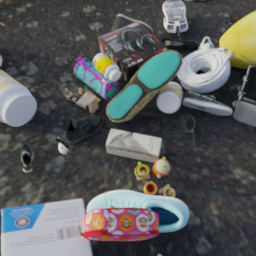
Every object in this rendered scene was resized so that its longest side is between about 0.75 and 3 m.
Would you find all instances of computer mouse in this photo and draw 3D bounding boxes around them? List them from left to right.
[{"bbox_3d":[-1.871,0.580,8.042,0.479,0.873,0.192,32,64,9],"label":"computer mouse"},{"bbox_3d":[2.057,-4.354,11.896,1.520,0.608,2.772,-3,60,4],"label":"computer mouse"}]

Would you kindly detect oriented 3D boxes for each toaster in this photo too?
[{"bbox_3d":[4.535,-0.952,9.121,1.918,1.138,1.734,20,57,14],"label":"toaster"}]

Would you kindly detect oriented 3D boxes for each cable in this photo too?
[{"bbox_3d":[2.647,-2.024,9.886,1.803,0.624,1.803,11,61,31],"label":"cable"}]

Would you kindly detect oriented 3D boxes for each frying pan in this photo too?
[{"bbox_3d":[1.982,-0.017,8.685,0.147,0.545,0.901,2,36,-34],"label":"frying pan"}]

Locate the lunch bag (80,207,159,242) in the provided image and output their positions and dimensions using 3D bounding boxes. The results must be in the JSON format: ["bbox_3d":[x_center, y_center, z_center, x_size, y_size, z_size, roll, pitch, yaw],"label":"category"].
[{"bbox_3d":[-0.194,1.928,5.523,1.385,1.220,0.567,9,63,-20],"label":"lunch bag"}]

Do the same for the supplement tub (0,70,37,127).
[{"bbox_3d":[-3.961,-0.972,8.945,1.830,1.331,1.331,34,61,24],"label":"supplement tub"}]

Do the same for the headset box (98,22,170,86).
[{"bbox_3d":[0.142,-2.867,10.489,1.815,0.942,2.440,-26,56,-15],"label":"headset box"}]

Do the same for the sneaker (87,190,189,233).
[{"bbox_3d":[0.159,1.999,6.704,2.562,1.050,0.947,-4,82,10],"label":"sneaker"}]

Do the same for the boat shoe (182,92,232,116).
[{"bbox_3d":[2.660,-0.846,9.310,1.637,0.579,0.521,17,75,14],"label":"boat shoe"}]

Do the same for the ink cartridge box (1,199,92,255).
[{"bbox_3d":[-1.687,2.965,5.835,1.687,1.658,2.292,-2,53,-20],"label":"ink cartridge box"}]

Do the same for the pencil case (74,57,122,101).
[{"bbox_3d":[-1.106,-1.726,9.847,0.776,0.843,1.824,-44,63,-13],"label":"pencil case"}]

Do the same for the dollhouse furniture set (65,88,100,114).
[{"bbox_3d":[-1.527,-1.082,9.551,1.193,0.528,0.618,27,60,21],"label":"dollhouse furniture set"}]

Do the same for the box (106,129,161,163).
[{"bbox_3d":[0.171,0.543,8.426,1.577,0.539,0.648,10,56,7],"label":"box"}]

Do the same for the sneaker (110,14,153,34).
[{"bbox_3d":[0.143,-4.004,11.712,1.689,0.632,0.897,22,77,6],"label":"sneaker"}]

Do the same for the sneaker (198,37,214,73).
[{"bbox_3d":[3.041,-2.811,10.698,0.631,0.730,1.684,-3,56,-3],"label":"sneaker"}]

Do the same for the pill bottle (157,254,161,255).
[{"bbox_3d":[0.535,3.396,6.424,0.911,0.520,0.520,-36,62,-23],"label":"pill bottle"}]

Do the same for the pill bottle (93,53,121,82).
[{"bbox_3d":[-0.692,-1.989,9.289,0.548,0.548,1.004,-32,62,-21],"label":"pill bottle"}]

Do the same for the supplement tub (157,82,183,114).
[{"bbox_3d":[1.396,-1.022,9.253,0.767,0.767,1.054,14,33,10],"label":"supplement tub"}]

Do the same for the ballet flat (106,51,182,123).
[{"bbox_3d":[0.515,-1.252,8.877,2.910,1.029,1.029,-44,62,4],"label":"ballet flat"}]

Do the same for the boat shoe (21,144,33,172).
[{"bbox_3d":[-2.968,0.827,8.232,0.341,0.321,0.950,-7,49,-17],"label":"boat shoe"}]

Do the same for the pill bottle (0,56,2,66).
[{"bbox_3d":[-5.653,-2.916,10.557,1.061,1.061,1.872,-39,64,-24],"label":"pill bottle"}]

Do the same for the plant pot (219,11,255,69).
[{"bbox_3d":[4.231,-3.001,10.256,1.448,2.040,2.040,-12,47,34],"label":"plant pot"}]

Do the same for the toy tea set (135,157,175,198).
[{"bbox_3d":[0.843,1.556,7.529,0.952,0.592,1.600,-13,69,-20],"label":"toy tea set"}]

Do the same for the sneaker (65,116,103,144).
[{"bbox_3d":[-1.360,-0.090,8.752,1.347,0.772,0.515,-30,62,-22],"label":"sneaker"}]
